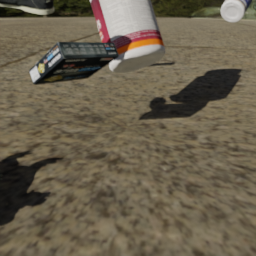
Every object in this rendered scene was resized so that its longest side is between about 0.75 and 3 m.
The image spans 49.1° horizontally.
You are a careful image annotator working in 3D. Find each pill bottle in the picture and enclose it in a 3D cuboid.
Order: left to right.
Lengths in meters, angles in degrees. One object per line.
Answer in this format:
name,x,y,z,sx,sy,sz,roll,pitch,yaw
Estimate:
pill bottle,-0.123,-3.157,7.711,1.619,2.955,1.619,-16,-2,-1
pill bottle,3.017,-3.451,7.629,0.627,0.627,1.129,17,59,32

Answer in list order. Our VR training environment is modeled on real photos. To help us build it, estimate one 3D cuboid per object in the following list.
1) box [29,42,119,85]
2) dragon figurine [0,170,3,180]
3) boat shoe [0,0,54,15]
box,-1.173,-1.422,6.160,1.257,0.364,1.581,-23,-3,42
dragon figurine,-3.489,0.957,5.284,2.940,0.865,1.461,11,28,20
boat shoe,-2.203,-2.569,5.226,1.629,0.551,0.585,8,46,-4
